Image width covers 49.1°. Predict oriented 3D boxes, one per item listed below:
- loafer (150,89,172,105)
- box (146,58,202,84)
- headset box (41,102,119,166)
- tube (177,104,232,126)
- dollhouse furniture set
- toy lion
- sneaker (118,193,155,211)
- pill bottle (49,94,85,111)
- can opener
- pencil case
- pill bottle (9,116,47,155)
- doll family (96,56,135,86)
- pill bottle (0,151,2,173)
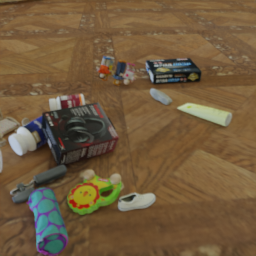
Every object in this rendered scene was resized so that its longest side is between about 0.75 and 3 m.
[{"bbox_3d":[1.347,-1.291,11.511,0.368,0.369,1.056,-18,50,-43],"label":"loafer"},{"bbox_3d":[2.140,-2.779,13.565,2.309,0.531,1.835,-4,34,-6],"label":"box"},{"bbox_3d":[-1.378,0.126,8.489,2.052,0.793,1.527,-14,57,-29],"label":"headset box"},{"bbox_3d":[2.810,-0.579,10.383,1.947,0.565,0.506,23,82,40],"label":"tube"},{"bbox_3d":[-4.312,-0.221,9.399,2.164,0.958,1.122,23,40,30],"label":"dollhouse furniture set"},{"bbox_3d":[-0.865,1.658,7.068,1.230,0.422,1.179,5,42,20],"label":"toy lion"},{"bbox_3d":[0.227,1.794,6.946,0.980,0.347,0.358,-12,36,-18],"label":"sneaker"},{"bbox_3d":[-2.289,-0.852,10.546,1.256,0.717,0.717,-8,35,-12],"label":"pill bottle"},{"bbox_3d":[-2.322,1.509,7.451,1.543,0.411,0.516,-21,70,-29],"label":"can opener"},{"bbox_3d":[-1.840,2.058,6.286,0.694,0.639,1.502,-33,39,-3],"label":"pencil case"},{"bbox_3d":[-2.958,0.216,8.854,0.822,0.822,1.421,23,42,30],"label":"pill bottle"},{"bbox_3d":[-0.579,-2.486,12.479,1.824,1.132,0.822,11,21,-18],"label":"doll family"},{"bbox_3d":[-4.522,0.935,7.593,1.859,1.033,1.033,-10,35,-12],"label":"pill bottle"}]
